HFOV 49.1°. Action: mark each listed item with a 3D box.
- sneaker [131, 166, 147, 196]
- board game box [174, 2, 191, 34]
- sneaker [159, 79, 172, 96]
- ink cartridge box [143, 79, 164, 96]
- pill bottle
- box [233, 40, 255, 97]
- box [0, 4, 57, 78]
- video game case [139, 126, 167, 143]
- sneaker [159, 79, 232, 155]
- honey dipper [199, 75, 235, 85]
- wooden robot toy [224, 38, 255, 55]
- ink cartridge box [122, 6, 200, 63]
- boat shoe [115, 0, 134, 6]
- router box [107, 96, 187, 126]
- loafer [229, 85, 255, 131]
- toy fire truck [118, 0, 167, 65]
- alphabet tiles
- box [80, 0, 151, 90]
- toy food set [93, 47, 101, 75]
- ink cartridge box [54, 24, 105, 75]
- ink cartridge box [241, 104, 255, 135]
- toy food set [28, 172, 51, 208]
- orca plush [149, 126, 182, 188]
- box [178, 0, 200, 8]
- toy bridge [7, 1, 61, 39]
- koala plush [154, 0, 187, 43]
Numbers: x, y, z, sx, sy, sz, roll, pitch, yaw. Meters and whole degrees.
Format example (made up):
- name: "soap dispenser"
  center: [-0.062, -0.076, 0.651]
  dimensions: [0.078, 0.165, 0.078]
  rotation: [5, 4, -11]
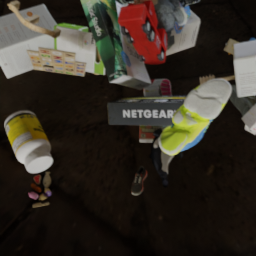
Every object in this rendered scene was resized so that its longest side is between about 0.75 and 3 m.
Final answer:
- name: "sneaker"
  center: [0.236, 1.272, 6.881]
  dimensions: [0.304, 0.323, 0.788]
  rotation: [2, 45, 21]
- name: "board game box"
  center: [1.718, -3.730, 9.188]
  dimensions: [0.189, 1.031, 0.780]
  rotation: [-8, 77, -11]
- name: "sneaker"
  center: [1.164, -0.948, 8.645]
  dimensions: [0.410, 1.111, 0.486]
  rotation: [-6, 12, 4]
- name: "ink cartridge box"
  center: [0.906, -1.084, 9.184]
  dimensions: [0.737, 0.419, 1.012]
  rotation: [-3, 57, -4]
- name: "pill bottle"
  center: [-2.761, 0.396, 7.855]
  dimensions: [0.946, 0.946, 1.683]
  rotation: [-26, 60, -17]
- name: "box"
  center: [3.511, -1.642, 7.431]
  dimensions: [1.296, 1.116, 1.303]
  rotation: [-6, 32, 23]
- name: "box"
  center: [-3.701, -3.162, 10.135]
  dimensions: [2.347, 1.248, 1.787]
  rotation: [-25, 59, -16]
- name: "video game case"
  center: [0.894, -0.068, 8.356]
  dimensions: [1.098, 0.134, 1.536]
  rotation: [1, 35, 3]
- name: "sneaker"
  center: [1.148, -0.158, 4.768]
  dimensions: [1.512, 0.794, 0.573]
  rotation: [-46, 67, 12]
- name: "honey dipper"
  center: [3.450, -1.671, 9.267]
  dimensions: [2.098, 0.398, 0.398]
  rotation: [-9, 54, 15]
- name: "wooden robot toy"
  center: [4.814, -2.547, 10.093]
  dimensions: [2.788, 1.228, 1.265]
  rotation: [10, 21, 7]
- name: "ink cartridge box"
  center: [0.814, -3.734, 10.541]
  dimensions: [2.936, 1.233, 2.136]
  rotation: [-22, 58, -15]
- name: "boat shoe"
  center: [-0.026, -3.813, 8.175]
  dimensions: [0.458, 0.496, 1.342]
  rotation: [2, 27, -45]
- name: "router box"
  center: [0.857, -0.501, 7.552]
  dimensions: [2.304, 0.602, 1.812]
  rotation: [2, 12, 22]
- name: "loafer"
  center: [3.903, -0.633, 8.665]
  dimensions: [0.726, 0.784, 2.086]
  rotation: [-16, 56, -6]
- name: "toy fire truck"
  center: [0.403, -2.985, 6.848]
  dimensions: [0.658, 2.701, 1.904]
  rotation: [4, 74, 24]
- name: "alphabet tiles"
  center: [-1.794, -1.675, 7.212]
  dimensions: [1.418, 1.696, 0.064]
  rotation: [7, 83, -11]
- name: "box"
  center: [-0.333, -2.578, 8.189]
  dimensions: [0.519, 2.060, 2.854]
  rotation: [-24, 82, 24]
- name: "toy food set"
  center: [-1.030, -2.596, 9.541]
  dimensions: [0.376, 1.544, 1.529]
  rotation: [-7, 36, -34]
- name: "ink cartridge box"
  center: [-1.487, -2.602, 9.294]
  dimensions: [1.827, 1.350, 0.692]
  rotation: [14, 30, 12]
- name: "ink cartridge box"
  center: [3.586, -0.236, 7.669]
  dimensions: [0.536, 0.834, 0.522]
  rotation: [24, 30, -26]
- name: "toy food set"
  center: [-2.367, 1.619, 7.486]
  dimensions: [0.595, 0.147, 0.936]
  rotation: [-10, 56, -7]
- name: "orca plush"
  center: [0.838, 0.708, 7.041]
  dimensions: [0.954, 0.644, 1.813]
  rotation: [27, 43, -25]
- name: "box"
  center: [1.839, -4.109, 8.673]
  dimensions: [0.757, 0.165, 0.606]
  rotation: [-31, 86, -29]
- name: "toy bridge"
  center: [-2.541, -2.827, 7.381]
  dimensions: [1.509, 0.205, 0.507]
  rotation: [33, 43, -1]
- name: "koala plush"
  center: [0.941, -3.225, 8.332]
  dimensions: [1.540, 1.596, 1.737]
  rotation: [-1, 11, -10]
